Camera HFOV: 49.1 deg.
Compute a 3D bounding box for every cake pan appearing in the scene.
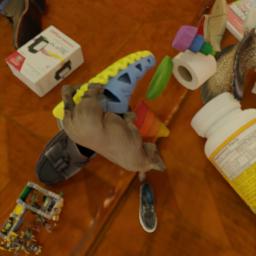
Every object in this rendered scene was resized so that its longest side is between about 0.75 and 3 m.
[{"bbox_3d":[-1.005,-0.469,7.790,2.003,0.367,2.003,0,63,0],"label":"cake pan"}]

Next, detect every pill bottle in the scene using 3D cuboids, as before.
[{"bbox_3d":[2.866,0.630,6.510,1.662,1.662,2.947,-31,67,-15],"label":"pill bottle"}]

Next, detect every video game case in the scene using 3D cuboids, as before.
[{"bbox_3d":[4.370,-3.831,9.565,2.336,0.204,1.670,-26,66,-13],"label":"video game case"}]

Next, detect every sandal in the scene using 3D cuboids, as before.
[{"bbox_3d":[-0.331,-0.687,5.777,2.351,0.934,1.024,-39,102,-7],"label":"sandal"}]

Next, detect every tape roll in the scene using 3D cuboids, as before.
[{"bbox_3d":[1.438,-1.350,6.196,0.578,0.842,0.842,-41,70,-13],"label":"tape roll"}]

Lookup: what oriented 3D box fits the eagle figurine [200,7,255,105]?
[{"bbox_3d":[2.959,-1.684,7.131,2.394,1.817,1.807,-31,46,-6],"label":"eagle figurine"}]

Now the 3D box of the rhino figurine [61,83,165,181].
[{"bbox_3d":[-0.145,0.217,5.179,0.778,2.602,1.138,-34,38,26],"label":"rhino figurine"}]

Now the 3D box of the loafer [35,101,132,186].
[{"bbox_3d":[-1.086,0.322,6.726,2.878,0.906,1.034,-41,102,-6],"label":"loafer"}]

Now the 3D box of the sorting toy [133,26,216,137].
[{"bbox_3d":[0.946,-0.763,6.258,1.011,2.936,1.018,25,35,-6],"label":"sorting toy"}]

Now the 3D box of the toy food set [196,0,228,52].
[{"bbox_3d":[2.423,-3.573,7.715,0.439,2.788,1.772,-1,22,-15],"label":"toy food set"}]

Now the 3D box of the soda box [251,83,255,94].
[{"bbox_3d":[4.692,-2.104,8.282,0.880,0.942,2.765,29,67,14],"label":"soda box"}]

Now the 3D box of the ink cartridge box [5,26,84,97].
[{"bbox_3d":[-2.431,-2.015,8.347,1.311,0.745,1.799,38,69,17],"label":"ink cartridge box"}]

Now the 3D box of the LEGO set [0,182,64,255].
[{"bbox_3d":[-1.871,2.032,6.039,0.964,1.279,1.663,15,56,26],"label":"LEGO set"}]

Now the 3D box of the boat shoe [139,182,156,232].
[{"bbox_3d":[0.474,1.840,6.621,0.401,0.380,1.147,1,63,0],"label":"boat shoe"}]

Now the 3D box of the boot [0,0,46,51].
[{"bbox_3d":[-3.574,-3.451,9.142,1.275,0.983,2.631,-4,62,19],"label":"boot"}]
